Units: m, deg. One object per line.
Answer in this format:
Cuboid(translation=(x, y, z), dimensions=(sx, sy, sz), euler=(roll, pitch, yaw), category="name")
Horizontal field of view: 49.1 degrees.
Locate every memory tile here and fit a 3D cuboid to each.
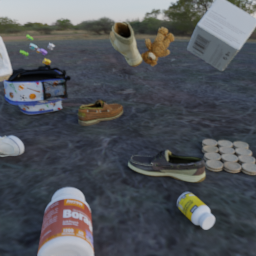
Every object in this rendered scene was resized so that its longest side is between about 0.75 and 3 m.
Cuboid(translation=(3.119, 0.867, 8.771), dimensions=(1.532, 0.168, 1.999), euler=(4, 23, 10), category="memory tile")

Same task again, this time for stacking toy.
Cuboid(translation=(-2.487, -2.165, 7.732), dimensions=(0.819, 0.617, 0.192), euler=(21, -29, -25), category="stacking toy")

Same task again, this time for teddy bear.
Cuboid(translation=(1.266, -3.415, 11.870), dimensions=(1.637, 1.187, 0.547), euler=(-39, 37, 0), category="teddy bear")

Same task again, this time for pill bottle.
Cuboid(translation=(1.475, 1.806, 6.095), dimensions=(0.465, 0.465, 0.830), euler=(-11, 25, -24), category="pill bottle")
Cuboid(translation=(-1.151, 1.882, 5.289), dimensions=(0.926, 0.926, 1.651), euler=(-4, 23, -9), category="pill bottle")

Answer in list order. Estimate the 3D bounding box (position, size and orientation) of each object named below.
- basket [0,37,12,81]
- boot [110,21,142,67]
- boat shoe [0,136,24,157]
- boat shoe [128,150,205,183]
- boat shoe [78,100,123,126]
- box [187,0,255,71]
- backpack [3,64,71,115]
Cuboid(translation=(-3.661, -1.525, 6.732), dimensions=(1.423, 0.965, 0.878), euler=(-18, 5, -26), category="basket")
Cuboid(translation=(-0.278, -3.715, 11.399), dimensions=(0.796, 1.701, 2.188), euler=(-30, 61, 0), category="boot")
Cuboid(translation=(-4.137, 0.596, 8.757), dimensions=(1.841, 0.680, 0.785), euler=(10, 24, 28), category="boat shoe")
Cuboid(translation=(1.064, 0.947, 7.855), dimensions=(2.178, 0.706, 0.797), euler=(6, 23, 15), category="boat shoe")
Cuboid(translation=(-1.079, -0.769, 11.886), dimensions=(0.844, 0.798, 2.347), euler=(18, 29, 37), category="boat shoe")
Cuboid(translation=(2.605, -2.590, 7.901), dimensions=(1.316, 1.127, 1.309), euler=(34, -12, 8), category="box")
Cuboid(translation=(-4.266, -1.791, 12.713), dimensions=(2.602, 2.104, 2.732), euler=(-5, 18, -32), category="backpack")
